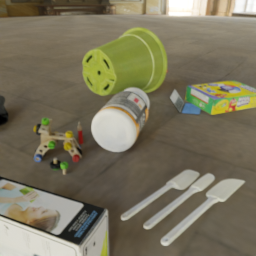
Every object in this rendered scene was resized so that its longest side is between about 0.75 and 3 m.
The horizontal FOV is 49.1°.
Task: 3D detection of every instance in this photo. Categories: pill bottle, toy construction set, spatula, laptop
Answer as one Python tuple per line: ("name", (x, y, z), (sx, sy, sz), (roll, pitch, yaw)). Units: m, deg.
("pill bottle", (-0.115, -0.358, 8.544), (1.323, 1.323, 2.273), (8, 29, 15))
("toy construction set", (-1.800, 0.215, 7.572), (1.317, 1.214, 1.579), (12, 29, 22))
("spatula", (1.076, 1.498, 5.807), (2.334, 0.187, 1.623), (-26, 22, -34))
("laptop", (2.195, -0.997, 10.593), (0.634, 1.093, 1.024), (-30, 12, 30))

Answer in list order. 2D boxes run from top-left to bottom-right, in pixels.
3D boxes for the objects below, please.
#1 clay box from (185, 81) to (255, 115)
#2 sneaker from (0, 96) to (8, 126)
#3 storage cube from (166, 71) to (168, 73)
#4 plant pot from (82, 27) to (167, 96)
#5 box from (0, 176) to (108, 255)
("clay box", (3.892, -1.271, 10.989), (2.830, 0.674, 1.626), (-11, 30, -24))
("sneaker", (-4.525, -0.478, 9.623), (0.933, 0.781, 2.055), (7, 33, -8))
("storage cube", (0.865, -2.384, 12.157), (1.003, 1.173, 1.054), (-35, -3, -28))
("plant pot", (-0.296, -2.360, 10.908), (2.724, 2.724, 2.587), (20, 32, 34))
("box", (-1.578, 1.717, 4.380), (2.539, 1.481, 0.763), (10, 26, 22))
